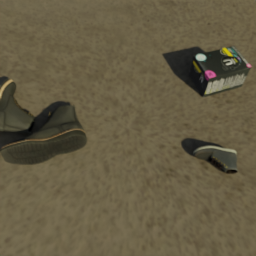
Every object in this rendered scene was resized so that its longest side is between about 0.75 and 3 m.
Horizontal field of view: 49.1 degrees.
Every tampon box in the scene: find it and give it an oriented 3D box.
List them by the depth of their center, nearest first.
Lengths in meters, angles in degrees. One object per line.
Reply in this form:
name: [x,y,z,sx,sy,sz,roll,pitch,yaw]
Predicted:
tampon box: [3.225,-2.020,10.021,1.627,1.027,1.219,-16,57,-11]

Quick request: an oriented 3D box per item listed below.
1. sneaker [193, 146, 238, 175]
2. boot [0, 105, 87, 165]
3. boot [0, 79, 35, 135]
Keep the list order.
sneaker: [2.598,0.961,8.259,1.303,0.487,0.692,3,53,1]
boot: [-2.632,0.139,8.741,2.439,0.945,1.687,-10,46,-14]
boot: [-3.687,-0.641,9.362,1.457,0.816,2.107,11,55,-8]
